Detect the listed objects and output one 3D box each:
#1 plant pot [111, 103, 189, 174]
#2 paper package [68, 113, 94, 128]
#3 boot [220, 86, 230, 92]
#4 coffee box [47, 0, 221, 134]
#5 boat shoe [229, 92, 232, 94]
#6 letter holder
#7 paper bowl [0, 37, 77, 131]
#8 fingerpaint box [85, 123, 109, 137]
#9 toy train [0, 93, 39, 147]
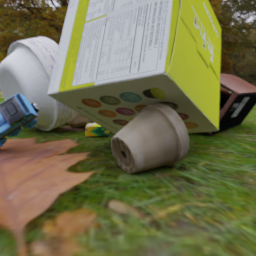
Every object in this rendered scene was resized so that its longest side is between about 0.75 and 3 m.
[{"bbox_3d":[0.292,0.272,4.928,1.020,1.175,1.175,-26,22,-29],"label":"plant pot"},{"bbox_3d":[-1.237,-1.379,10.079,1.270,2.339,2.454,-15,1,28],"label":"paper package"},{"bbox_3d":[3.172,-1.468,11.069,1.441,0.553,1.119,-6,4,-14],"label":"boot"},{"bbox_3d":[0.377,-1.559,6.312,2.749,2.779,2.775,-4,-22,34],"label":"coffee box"},{"bbox_3d":[3.880,-1.170,9.528,1.187,0.372,0.434,17,6,-40],"label":"boat shoe"},{"bbox_3d":[2.783,-1.068,9.024,1.973,1.396,2.775,42,30,26],"label":"letter holder"},{"bbox_3d":[-2.809,-1.219,8.386,1.422,2.734,2.734,-28,25,-38],"label":"paper bowl"},{"bbox_3d":[-0.882,0.051,8.144,0.665,0.292,0.797,-2,8,-5],"label":"fingerpaint box"},{"bbox_3d":[-2.707,-0.116,6.138,1.542,0.669,0.881,-32,-9,-4],"label":"toy train"}]
